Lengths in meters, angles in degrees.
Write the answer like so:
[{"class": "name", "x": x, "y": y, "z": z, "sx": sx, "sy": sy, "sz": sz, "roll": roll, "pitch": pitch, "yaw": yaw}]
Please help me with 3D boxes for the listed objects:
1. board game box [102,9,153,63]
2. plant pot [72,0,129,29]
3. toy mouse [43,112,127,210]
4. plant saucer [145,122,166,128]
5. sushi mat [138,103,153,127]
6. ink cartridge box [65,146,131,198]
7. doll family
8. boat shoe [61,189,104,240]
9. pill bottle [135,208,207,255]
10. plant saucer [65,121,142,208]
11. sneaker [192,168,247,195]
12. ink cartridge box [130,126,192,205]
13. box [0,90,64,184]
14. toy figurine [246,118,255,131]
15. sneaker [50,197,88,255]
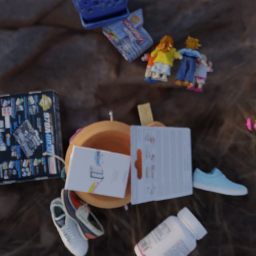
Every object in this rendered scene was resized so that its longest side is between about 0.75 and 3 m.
[{"class": "board game box", "x": 0.121, "y": -2.965, "z": 8.714, "sx": 1.326, "sy": 0.409, "sz": 1.327, "roll": -41, "pitch": 86, "yaw": -3}, {"class": "plant pot", "x": -0.838, "y": -3.937, "z": 8.114, "sx": 1.642, "sy": 1.477, "sz": 1.642, "roll": -16, "pitch": 59, "yaw": -2}, {"class": "toy mouse", "x": -1.178, "y": 0.882, "z": 8.171, "sx": 2.478, "sy": 0.540, "sz": 2.788, "roll": 4, "pitch": 88, "yaw": -7}, {"class": "plant saucer", "x": 0.874, "y": 0.234, "z": 8.363, "sx": 0.901, "sy": 0.145, "sz": 0.901, "roll": 8, "pitch": 69, "yaw": -21}, {"class": "sushi mat", "x": 0.550, "y": -0.351, "z": 8.657, "sx": 0.376, "sy": 0.048, "sz": 0.786, "roll": -11, "pitch": 85, "yaw": -1}, {"class": "ink cartridge box", "x": -0.777, "y": 1.068, "z": 7.005, "sx": 1.416, "sy": 1.042, "sz": 1.024, "roll": 11, "pitch": 85, "yaw": -10}, {"class": "doll family", "x": 1.522, "y": -2.000, "z": 8.323, "sx": 2.235, "sy": 1.007, "sz": 1.387, "roll": 12, "pitch": 85, "yaw": 1}, {"class": "boat shoe", "x": -1.285, "y": 2.399, "z": 7.881, "sx": 0.560, "sy": 0.637, "sz": 1.789, "roll": -19, "pitch": 110, "yaw": 15}, {"class": "pill bottle", "x": 1.202, "y": 3.172, "z": 7.831, "sx": 1.855, "sy": 1.052, "sz": 1.052, "roll": -39, "pitch": 86, "yaw": -3}, {"class": "plant saucer", "x": -0.509, "y": 1.028, "z": 7.768, "sx": 2.455, "sy": 0.459, "sz": 2.455, "roll": 0, "pitch": 89, "yaw": -8}, {"class": "sneaker", "x": 2.703, "y": 1.551, "z": 8.208, "sx": 1.623, "sy": 0.600, "sz": 0.665, "roll": 10, "pitch": 89, "yaw": 0}, {"class": "ink cartridge box", "x": 0.813, "y": 0.927, "z": 7.601, "sx": 2.394, "sy": 0.683, "sz": 1.946, "roll": 3, "pitch": 84, "yaw": -37}, {"class": "box", "x": -3.053, "y": 0.277, "z": 8.317, "sx": 2.070, "sy": 0.599, "sz": 2.604, "roll": -7, "pitch": 85, "yaw": -1}, {"class": "toy figurine", "x": 3.935, "y": -0.173, "z": 8.379, "sx": 0.714, "sy": 0.582, "sz": 0.776, "roll": -43, "pitch": 47, "yaw": 12}, {"class": "sneaker", "x": -1.745, "y": 2.898, "z": 8.027, "sx": 0.691, "sy": 0.728, "sz": 1.808, "roll": -28, "pitch": 87, "yaw": -4}]
